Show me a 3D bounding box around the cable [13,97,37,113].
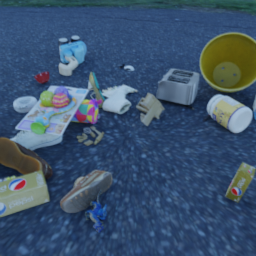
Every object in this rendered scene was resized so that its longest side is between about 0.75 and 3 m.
[{"bbox_3d":[-4.586,-1.052,12.520,1.018,0.352,1.018,-27,40,-35],"label":"cable"}]

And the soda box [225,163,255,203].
[{"bbox_3d":[3.137,1.542,7.843,0.388,1.146,0.367,25,39,19],"label":"soda box"}]

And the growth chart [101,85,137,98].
[{"bbox_3d":[-0.509,-1.788,13.815,1.616,0.143,1.170,-25,40,-32],"label":"growth chart"}]

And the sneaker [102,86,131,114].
[{"bbox_3d":[-0.243,-1.213,12.570,1.025,0.653,1.774,19,47,23],"label":"sneaker"}]

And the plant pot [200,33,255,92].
[{"bbox_3d":[4.834,-2.833,13.432,2.732,2.732,1.939,10,-6,15],"label":"plant pot"}]

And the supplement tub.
[{"bbox_3d":[4.000,-0.601,11.168,1.091,1.091,1.501,-16,36,-22],"label":"supplement tub"}]

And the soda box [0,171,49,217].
[{"bbox_3d":[-3.290,1.907,7.730,2.055,0.696,0.658,-14,36,-19],"label":"soda box"}]

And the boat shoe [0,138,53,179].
[{"bbox_3d":[-3.400,1.033,8.993,2.264,0.796,0.797,28,86,26],"label":"boat shoe"}]

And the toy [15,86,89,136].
[{"bbox_3d":[-2.756,-0.945,10.442,1.709,0.701,2.968,8,43,9],"label":"toy"}]

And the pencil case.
[{"bbox_3d":[-2.374,-0.770,11.483,2.479,1.096,1.096,6,34,8],"label":"pencil case"}]

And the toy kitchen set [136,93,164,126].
[{"bbox_3d":[0.580,-0.797,11.563,1.188,1.317,1.074,29,84,35],"label":"toy kitchen set"}]

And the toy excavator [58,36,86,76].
[{"bbox_3d":[-3.338,-4.219,16.649,2.574,1.322,2.648,-25,50,-31],"label":"toy excavator"}]

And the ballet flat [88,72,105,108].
[{"bbox_3d":[-1.479,-1.653,12.476,0.576,1.629,0.576,-23,7,3],"label":"ballet flat"}]

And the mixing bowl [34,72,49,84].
[{"bbox_3d":[-4.446,-2.586,14.620,0.806,0.437,0.806,-22,6,2],"label":"mixing bowl"}]

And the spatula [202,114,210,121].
[{"bbox_3d":[3.511,-0.561,11.974,0.336,0.122,1.190,31,45,31],"label":"spatula"}]

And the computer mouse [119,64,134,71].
[{"bbox_3d":[-0.045,-3.557,16.425,0.943,0.207,0.517,22,38,29],"label":"computer mouse"}]

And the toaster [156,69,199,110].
[{"bbox_3d":[2.391,-1.856,12.989,1.888,1.120,1.707,15,36,18],"label":"toaster"}]

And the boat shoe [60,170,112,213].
[{"bbox_3d":[-1.246,1.771,8.035,0.660,0.696,1.839,20,29,33],"label":"boat shoe"}]

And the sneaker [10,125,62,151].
[{"bbox_3d":[-3.553,0.327,9.985,2.352,0.833,0.859,-18,38,-24],"label":"sneaker"}]

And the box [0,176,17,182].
[{"bbox_3d":[-3.725,1.739,8.065,1.082,0.596,0.188,-11,44,-16],"label":"box"}]

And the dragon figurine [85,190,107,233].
[{"bbox_3d":[-0.758,2.247,7.534,0.597,0.353,1.200,10,35,15],"label":"dragon figurine"}]

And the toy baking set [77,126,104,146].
[{"bbox_3d":[-1.416,0.266,10.711,0.938,0.142,1.222,14,36,20],"label":"toy baking set"}]

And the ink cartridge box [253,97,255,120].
[{"bbox_3d":[6.018,-1.228,11.627,1.166,1.612,1.187,9,35,14],"label":"ink cartridge box"}]
